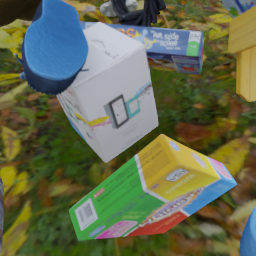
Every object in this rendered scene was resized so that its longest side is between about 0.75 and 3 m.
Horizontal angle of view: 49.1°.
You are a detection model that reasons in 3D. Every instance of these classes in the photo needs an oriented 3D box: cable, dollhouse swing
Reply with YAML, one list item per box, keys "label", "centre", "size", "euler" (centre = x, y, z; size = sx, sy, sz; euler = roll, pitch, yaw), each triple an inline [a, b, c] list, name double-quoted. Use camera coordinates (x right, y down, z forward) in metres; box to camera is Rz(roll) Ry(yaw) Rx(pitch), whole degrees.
- label: "cable"
  centre: [0.183, -2.966, 6.036]
  size: [0.567, 2.234, 1.823]
  euler: [-23, 81, -20]
- label: "dollhouse swing"
  centre: [2.006, -0.923, 3.375]
  size: [1.225, 1.113, 1.077]
  euler: [-10, 95, -11]

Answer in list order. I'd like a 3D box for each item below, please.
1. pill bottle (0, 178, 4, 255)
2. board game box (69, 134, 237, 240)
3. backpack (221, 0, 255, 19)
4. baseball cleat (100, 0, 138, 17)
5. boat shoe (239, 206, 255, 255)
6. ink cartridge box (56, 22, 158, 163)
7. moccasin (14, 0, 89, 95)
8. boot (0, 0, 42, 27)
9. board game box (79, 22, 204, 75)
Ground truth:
- label: "pill bottle"
  centre: [-1.667, 1.011, 2.822]
  size: [0.755, 0.755, 1.422]
  euler: [-19, 29, -14]
- label: "board game box"
  centre: [0.307, 0.606, 2.520]
  size: [1.015, 1.327, 0.268]
  euler: [-42, 55, 20]
- label: "backpack"
  centre: [2.399, -2.386, 4.830]
  size: [1.546, 2.011, 1.640]
  euler: [8, 58, 40]
- label: "baseball cleat"
  centre: [-0.423, -4.518, 10.411]
  size: [1.510, 0.527, 0.804]
  euler: [-14, 46, -22]
- label: "boat shoe"
  centre: [2.464, 0.861, 3.249]
  size: [2.964, 1.247, 1.018]
  euler: [-32, 41, -28]
- label: "ink cartridge box"
  centre: [-0.424, -0.590, 4.679]
  size: [1.237, 1.694, 1.243]
  euler: [-35, 49, -17]
- label: "moccasin"
  centre: [-0.866, -0.926, 3.392]
  size: [0.779, 0.660, 1.935]
  euler: [19, 36, -19]
- label: "boot"
  centre: [-1.896, -2.087, 3.876]
  size: [1.343, 0.626, 1.736]
  euler: [39, 37, -2]
- label: "board game box"
  centre: [0.217, -1.608, 5.787]
  size: [2.583, 1.748, 0.445]
  euler: [10, 93, 14]
